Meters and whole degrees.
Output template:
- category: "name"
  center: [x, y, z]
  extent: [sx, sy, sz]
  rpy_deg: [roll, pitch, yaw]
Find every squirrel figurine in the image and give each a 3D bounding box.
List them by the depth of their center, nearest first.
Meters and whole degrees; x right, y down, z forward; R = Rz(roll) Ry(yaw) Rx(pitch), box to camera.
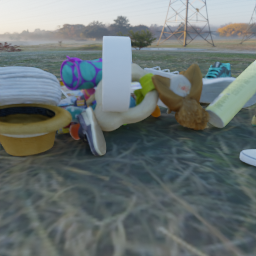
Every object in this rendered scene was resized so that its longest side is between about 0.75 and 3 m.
- category: "squirrel figurine"
  center: [1.452, -0.643, 7.577]
  extent: [1.218, 1.722, 1.607]
  rpy_deg: [-22, -15, -1]

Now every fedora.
- category: "fedora"
  center: [-2.273, 0.056, 6.195]
  extent: [2.108, 0.860, 2.108]
  rpy_deg: [2, 19, -1]

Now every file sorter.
- category: "file sorter"
  center: [1.465, -1.417, 9.748]
  extent: [1.657, 1.150, 1.032]
  rpy_deg: [20, 29, 29]

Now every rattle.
- category: "rattle"
  center: [-0.363, -0.376, 7.886]
  extent: [2.725, 1.774, 1.946]
  rpy_deg: [-46, -7, -14]

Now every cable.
- category: "cable"
  center: [-2.982, -0.922, 7.348]
  extent: [2.387, 0.826, 2.387]
  rpy_deg: [-4, -4, -18]

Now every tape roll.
- category: "tape roll"
  center: [-0.295, -1.237, 6.570]
  extent: [0.610, 1.744, 1.744]
  rpy_deg: [0, 18, -5]

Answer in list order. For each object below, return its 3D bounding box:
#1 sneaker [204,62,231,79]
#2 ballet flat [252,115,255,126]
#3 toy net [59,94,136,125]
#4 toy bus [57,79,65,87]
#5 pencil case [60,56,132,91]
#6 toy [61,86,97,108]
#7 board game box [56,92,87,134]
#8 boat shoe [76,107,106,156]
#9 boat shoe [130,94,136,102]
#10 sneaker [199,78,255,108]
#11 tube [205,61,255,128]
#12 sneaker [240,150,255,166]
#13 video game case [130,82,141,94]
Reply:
- category: "sneaker"
  center: [3.629, -2.115, 11.906]
  extent: [1.144, 1.345, 2.949]
  rpy_deg: [9, 20, 35]
- category: "ballet flat"
  center: [3.853, -0.133, 7.596]
  extent: [0.362, 0.362, 1.024]
  rpy_deg: [-13, 23, -34]
- category: "toy net"
  center: [-1.009, -0.418, 8.121]
  extent: [2.443, 0.472, 1.281]
  rpy_deg: [-4, 56, 11]
- category: "toy bus"
  center: [-3.094, -2.181, 13.675]
  extent: [1.163, 0.379, 0.455]
  rpy_deg: [-7, 19, -19]
- category: "pencil case"
  center: [-0.888, -1.719, 8.439]
  extent: [2.169, 1.002, 0.923]
  rpy_deg: [-19, 44, -40]
- category: "toy"
  center: [-1.096, -1.085, 9.008]
  extent: [1.470, 0.603, 2.553]
  rpy_deg: [-17, 38, -29]
- category: "board game box"
  center: [-1.441, -0.418, 7.408]
  extent: [0.990, 0.990, 0.305]
  rpy_deg: [-10, 20, -29]
- category: "boat shoe"
  center: [-0.888, 0.116, 6.401]
  extent: [0.512, 0.569, 1.581]
  rpy_deg: [-26, 41, 3]
- category: "boat shoe"
  center: [0.349, -1.093, 10.485]
  extent: [0.913, 0.346, 0.328]
  rpy_deg: [-7, 21, -14]
- category: "sneaker"
  center: [3.153, -1.394, 10.124]
  extent: [2.963, 1.082, 1.049]
  rpy_deg: [10, 28, 29]
- category: "tube"
  center: [3.256, -1.126, 7.843]
  extent: [0.778, 0.696, 2.681]
  rpy_deg: [39, 76, 26]
- category: "sneaker"
  center: [2.943, 0.485, 5.475]
  extent: [1.416, 0.501, 0.517]
  rpy_deg: [3, 19, 8]
- category: "video game case"
  center: [0.297, -2.125, 13.686]
  extent: [2.067, 0.260, 2.887]
  rpy_deg: [-13, 23, -34]
